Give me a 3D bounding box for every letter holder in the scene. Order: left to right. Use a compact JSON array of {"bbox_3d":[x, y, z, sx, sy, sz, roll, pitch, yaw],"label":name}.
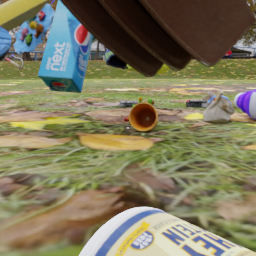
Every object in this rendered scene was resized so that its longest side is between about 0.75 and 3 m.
[{"bbox_3d":[0.301,-1.838,4.075,2.523,1.794,1.269,35,10,-36],"label":"letter holder"}]

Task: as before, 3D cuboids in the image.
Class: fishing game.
[{"bbox_3d":[-3.177,-3.272,9.132,1.974,2.757,0.428,32,3,41],"label":"fishing game"}]

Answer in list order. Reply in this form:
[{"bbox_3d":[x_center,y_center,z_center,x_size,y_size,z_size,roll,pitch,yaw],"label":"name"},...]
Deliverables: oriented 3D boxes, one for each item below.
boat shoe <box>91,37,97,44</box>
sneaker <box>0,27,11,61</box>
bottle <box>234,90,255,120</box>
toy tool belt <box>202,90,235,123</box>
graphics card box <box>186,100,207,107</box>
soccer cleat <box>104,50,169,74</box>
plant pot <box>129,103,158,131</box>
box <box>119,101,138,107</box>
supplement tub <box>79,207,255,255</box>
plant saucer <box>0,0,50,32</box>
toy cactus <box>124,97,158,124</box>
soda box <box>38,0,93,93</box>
[{"bbox_3d":[-1.030,-3.409,8.824,2.099,0.756,0.744,-40,4,42],"label":"boat shoe"},{"bbox_3d":[-3.070,-1.608,5.697,0.950,1.110,2.679,4,20,-37],"label":"sneaker"},{"bbox_3d":[4.496,-0.770,9.440,0.823,1.054,2.522,-2,12,-9],"label":"bottle"},{"bbox_3d":[3.088,-0.833,9.639,1.088,1.071,1.743,2,12,11],"label":"toy tool belt"},{"bbox_3d":[3.267,-1.128,12.939,1.110,0.282,0.697,2,11,16],"label":"graphics card box"},{"bbox_3d":[0.336,-2.412,10.673,2.535,0.820,1.060,12,44,-5],"label":"soccer cleat"},{"bbox_3d":[0.497,-0.281,8.039,0.793,0.793,0.726,3,-3,15],"label":"plant pot"},{"bbox_3d":[0.029,-1.117,13.040,0.868,0.216,0.685,-1,12,-3],"label":"box"},{"bbox_3d":[0.399,1.008,1.306,1.293,0.933,0.933,12,17,43],"label":"supplement tub"},{"bbox_3d":[-3.210,-3.088,7.689,1.877,0.455,1.877,-41,24,-22],"label":"plant saucer"},{"bbox_3d":[0.500,-0.429,8.676,0.957,1.160,0.593,32,27,-17],"label":"toy cactus"},{"bbox_3d":[-1.500,-2.286,7.355,0.885,2.608,0.837,6,-17,9],"label":"soda box"}]
